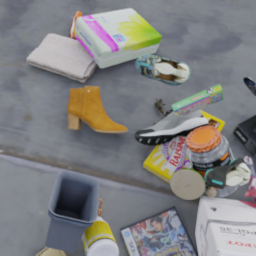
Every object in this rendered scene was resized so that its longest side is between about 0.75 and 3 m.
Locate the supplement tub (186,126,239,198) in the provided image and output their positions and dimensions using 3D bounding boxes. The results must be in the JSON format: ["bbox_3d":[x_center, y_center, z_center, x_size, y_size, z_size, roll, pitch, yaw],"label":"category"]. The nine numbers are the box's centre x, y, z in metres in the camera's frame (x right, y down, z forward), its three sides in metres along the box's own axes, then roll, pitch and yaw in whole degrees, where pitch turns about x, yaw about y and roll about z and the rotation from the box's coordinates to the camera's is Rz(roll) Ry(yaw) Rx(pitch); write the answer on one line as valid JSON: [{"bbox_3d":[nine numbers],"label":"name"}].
[{"bbox_3d":[2.262,0.904,7.540,1.107,1.807,1.107,-23,29,13],"label":"supplement tub"}]

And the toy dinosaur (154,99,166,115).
[{"bbox_3d":[1.067,-0.809,9.839,0.409,0.308,0.800,-45,49,12],"label":"toy dinosaur"}]

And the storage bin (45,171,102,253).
[{"bbox_3d":[-1.315,2.030,6.684,1.235,1.140,1.698,17,21,-11],"label":"storage bin"}]

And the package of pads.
[{"bbox_3d":[-0.438,-3.576,10.910,2.798,0.954,2.162,-22,60,-28],"label":"package of pads"}]

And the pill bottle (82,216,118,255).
[{"bbox_3d":[-0.742,2.765,6.942,0.742,0.742,1.319,-20,19,-12],"label":"pill bottle"}]

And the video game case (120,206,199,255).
[{"bbox_3d":[0.823,3.110,7.473,1.685,0.215,1.523,-20,60,-9],"label":"video game case"}]

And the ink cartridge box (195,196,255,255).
[{"bbox_3d":[2.687,2.621,6.089,2.103,2.870,1.188,6,96,8],"label":"ink cartridge box"}]

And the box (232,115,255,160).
[{"bbox_3d":[5.161,0.444,8.907,2.482,0.611,2.571,-25,62,-15],"label":"box"}]

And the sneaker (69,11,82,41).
[{"bbox_3d":[-2.118,-4.288,11.910,0.624,0.591,1.619,12,61,-18],"label":"sneaker"}]

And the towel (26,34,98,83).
[{"bbox_3d":[-2.430,-2.770,10.901,2.641,0.455,1.750,19,56,11],"label":"towel"}]

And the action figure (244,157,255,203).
[{"bbox_3d":[3.793,1.670,7.343,2.177,1.621,1.458,-5,20,-26],"label":"action figure"}]

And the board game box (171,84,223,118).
[{"bbox_3d":[1.851,-0.677,7.428,1.291,0.869,0.188,-23,73,15],"label":"board game box"}]

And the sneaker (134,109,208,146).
[{"bbox_3d":[1.263,-0.087,8.691,2.352,0.869,0.933,-16,71,-14],"label":"sneaker"}]

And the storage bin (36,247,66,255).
[{"bbox_3d":[-1.984,3.572,7.126,0.903,0.423,0.896,-35,64,-19],"label":"storage bin"}]

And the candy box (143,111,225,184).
[{"bbox_3d":[1.848,0.534,9.052,1.449,0.374,2.835,28,61,21],"label":"candy box"}]

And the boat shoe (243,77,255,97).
[{"bbox_3d":[3.404,-1.088,7.580,0.266,0.281,0.803,6,48,-49],"label":"boat shoe"}]

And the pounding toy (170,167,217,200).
[{"bbox_3d":[1.720,1.379,7.415,1.163,0.898,0.540,-3,20,19],"label":"pounding toy"}]

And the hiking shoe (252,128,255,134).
[{"bbox_3d":[4.203,-0.199,8.705,1.042,0.395,0.524,-32,63,-11],"label":"hiking shoe"}]

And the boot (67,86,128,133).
[{"bbox_3d":[-0.968,-0.595,9.093,2.053,0.722,1.470,6,89,2],"label":"boot"}]

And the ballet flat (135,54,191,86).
[{"bbox_3d":[1.161,-1.509,7.595,2.081,0.773,0.773,-1,53,-37],"label":"ballet flat"}]

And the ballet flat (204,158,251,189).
[{"bbox_3d":[2.409,1.096,6.396,1.643,0.559,0.562,-12,20,-40],"label":"ballet flat"}]
